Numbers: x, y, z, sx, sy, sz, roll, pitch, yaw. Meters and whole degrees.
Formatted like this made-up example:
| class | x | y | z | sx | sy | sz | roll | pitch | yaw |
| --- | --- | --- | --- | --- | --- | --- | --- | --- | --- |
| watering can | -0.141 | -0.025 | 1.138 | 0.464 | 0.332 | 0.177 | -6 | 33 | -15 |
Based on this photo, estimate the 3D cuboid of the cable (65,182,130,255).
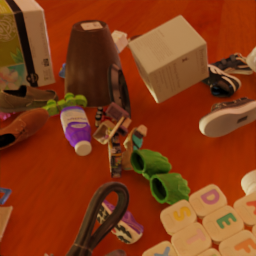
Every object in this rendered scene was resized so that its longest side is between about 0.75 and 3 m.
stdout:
| class | x | y | z | sx | sy | sz | roll | pitch | yaw |
| --- | --- | --- | --- | --- | --- | --- | --- | --- | --- |
| cable | -0.883 | 2.150 | 4.479 | 1.380 | 0.715 | 2.842 | 26 | 62 | -23 |

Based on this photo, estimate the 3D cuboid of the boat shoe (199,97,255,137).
| class | x | y | z | sx | sy | sz | roll | pitch | yaw |
| --- | --- | --- | --- | --- | --- | --- | --- | --- | --- |
| boat shoe | 3.109 | -0.475 | 8.820 | 2.624 | 0.917 | 0.869 | -19 | 44 | -25 |

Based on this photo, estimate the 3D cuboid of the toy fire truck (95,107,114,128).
| class | x | y | z | sx | sy | sz | roll | pitch | yaw |
| --- | --- | --- | --- | --- | --- | --- | --- | --- | --- |
| toy fire truck | -0.625 | -0.380 | 9.047 | 0.821 | 0.528 | 0.723 | 5 | 38 | 1 |

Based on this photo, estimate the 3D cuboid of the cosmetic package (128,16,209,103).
| class | x | y | z | sx | sy | sz | roll | pitch | yaw |
| --- | --- | --- | --- | --- | --- | --- | --- | --- | --- |
| cosmetic package | 1.413 | -2.337 | 9.680 | 2.059 | 1.723 | 1.713 | -28 | 56 | 2 |

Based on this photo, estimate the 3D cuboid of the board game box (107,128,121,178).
| class | x | y | z | sx | sy | sz | roll | pitch | yaw |
| --- | --- | --- | --- | --- | --- | --- | --- | --- | --- |
| board game box | -0.360 | 0.649 | 7.442 | 0.301 | 0.878 | 1.062 | -4 | 39 | -5 |

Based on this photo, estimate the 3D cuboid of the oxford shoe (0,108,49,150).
| class | x | y | z | sx | sy | sz | roll | pitch | yaw |
| --- | --- | --- | --- | --- | --- | --- | --- | --- | --- |
| oxford shoe | -3.127 | 0.096 | 8.146 | 2.021 | 0.721 | 0.720 | -37 | 28 | -24 |

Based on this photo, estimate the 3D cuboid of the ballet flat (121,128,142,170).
| class | x | y | z | sx | sy | sz | roll | pitch | yaw |
| --- | --- | --- | --- | --- | --- | --- | --- | --- | --- |
| ballet flat | 0.067 | 0.560 | 7.895 | 0.496 | 0.541 | 1.575 | -22 | 30 | 22 |

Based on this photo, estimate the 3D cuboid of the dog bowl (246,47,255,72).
| class | x | y | z | sx | sy | sz | roll | pitch | yaw |
| --- | --- | --- | --- | --- | --- | --- | --- | --- | --- |
| dog bowl | 6.133 | -2.495 | 10.918 | 2.848 | 0.835 | 2.848 | 11 | 37 | -9 |

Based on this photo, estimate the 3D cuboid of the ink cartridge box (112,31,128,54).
| class | x | y | z | sx | sy | sz | roll | pitch | yaw |
| --- | --- | --- | --- | --- | --- | --- | --- | --- | --- |
| ink cartridge box | -0.505 | -3.945 | 12.878 | 0.627 | 0.611 | 0.975 | 30 | 72 | 36 |

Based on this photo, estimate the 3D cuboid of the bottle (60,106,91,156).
| class | x | y | z | sx | sy | sz | roll | pitch | yaw |
| --- | --- | --- | --- | --- | --- | --- | --- | --- | --- |
| bottle | -1.524 | 0.061 | 8.384 | 0.778 | 0.608 | 1.862 | -5 | 38 | -20 |

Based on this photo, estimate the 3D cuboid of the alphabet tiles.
| class | x | y | z | sx | sy | sz | roll | pitch | yaw |
| --- | --- | --- | --- | --- | --- | --- | --- | --- | --- |
| alphabet tiles | 1.725 | 2.387 | 5.028 | 2.812 | 0.210 | 2.875 | -27 | 42 | -1 |

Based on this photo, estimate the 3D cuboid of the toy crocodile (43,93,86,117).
| class | x | y | z | sx | sy | sz | roll | pitch | yaw |
| --- | --- | --- | --- | --- | --- | --- | --- | --- | --- |
| toy crocodile | -2.237 | -0.713 | 9.428 | 1.707 | 0.527 | 0.576 | -22 | 33 | -8 |

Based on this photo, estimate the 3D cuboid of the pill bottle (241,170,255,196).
| class | x | y | z | sx | sy | sz | roll | pitch | yaw |
| --- | --- | --- | --- | --- | --- | --- | --- | --- | --- |
| pill bottle | 3.112 | 1.770 | 5.929 | 0.996 | 0.996 | 1.790 | -3 | 39 | -4 |

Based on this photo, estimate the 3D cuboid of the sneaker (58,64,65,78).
| class | x | y | z | sx | sy | sz | roll | pitch | yaw |
| --- | --- | --- | --- | --- | --- | --- | --- | --- | --- |
| sneaker | -2.485 | -2.635 | 11.839 | 0.671 | 0.564 | 1.711 | 1 | 39 | 6 |

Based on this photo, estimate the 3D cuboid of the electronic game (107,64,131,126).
| class | x | y | z | sx | sy | sz | roll | pitch | yaw |
| --- | --- | --- | --- | --- | --- | --- | --- | --- | --- |
| electronic game | -0.280 | -0.961 | 8.606 | 0.412 | 1.981 | 1.981 | -10 | 37 | 10 |

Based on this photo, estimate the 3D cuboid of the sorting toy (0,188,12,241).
| class | x | y | z | sx | sy | sz | roll | pitch | yaw |
| --- | --- | --- | --- | --- | --- | --- | --- | --- | --- |
| sorting toy | -3.199 | 2.248 | 5.914 | 1.282 | 0.310 | 2.277 | -4 | 38 | 2 |

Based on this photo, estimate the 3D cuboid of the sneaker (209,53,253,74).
| class | x | y | z | sx | sy | sz | roll | pitch | yaw |
| --- | --- | --- | --- | --- | --- | --- | --- | --- | --- |
| sneaker | 4.312 | -2.725 | 11.799 | 1.967 | 0.781 | 0.771 | -1 | 39 | 1 |

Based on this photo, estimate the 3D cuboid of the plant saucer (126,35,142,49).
| class | x | y | z | sx | sy | sz | roll | pitch | yaw |
| --- | --- | --- | --- | --- | --- | --- | --- | --- | --- |
| plant saucer | 0.685 | -4.400 | 14.281 | 1.655 | 0.303 | 1.655 | -1 | 39 | 1 |

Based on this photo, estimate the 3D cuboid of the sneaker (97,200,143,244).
| class | x | y | z | sx | sy | sz | roll | pitch | yaw |
| --- | --- | --- | --- | --- | --- | --- | --- | --- | --- |
| sneaker | -0.245 | 1.987 | 6.193 | 1.338 | 0.540 | 0.558 | 35 | 33 | 27 |

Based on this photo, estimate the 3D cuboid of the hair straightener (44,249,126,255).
| class | x | y | z | sx | sy | sz | roll | pitch | yaw |
| --- | --- | --- | --- | --- | --- | --- | --- | --- | --- |
| hair straightener | -1.344 | 2.703 | 4.870 | 2.813 | 1.082 | 0.576 | -17 | -3 | -9 |

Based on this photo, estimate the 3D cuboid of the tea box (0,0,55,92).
| class | x | y | z | sx | sy | sz | roll | pitch | yaw |
| --- | --- | --- | --- | --- | --- | --- | --- | --- | --- |
| tea box | -4.519 | -3.011 | 10.423 | 2.839 | 2.886 | 1.928 | -18 | 42 | -21 |

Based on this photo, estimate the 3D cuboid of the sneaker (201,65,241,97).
| class | x | y | z | sx | sy | sz | roll | pitch | yaw |
| --- | --- | --- | --- | --- | --- | --- | --- | --- | --- |
| sneaker | 3.180 | -1.780 | 10.648 | 1.916 | 0.700 | 1.072 | 29 | 46 | 30 |

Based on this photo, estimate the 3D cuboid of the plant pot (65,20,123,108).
| class | x | y | z | sx | sy | sz | roll | pitch | yaw |
| --- | --- | --- | --- | --- | --- | --- | --- | --- | --- |
| plant pot | -1.250 | -2.412 | 10.000 | 2.337 | 2.500 | 2.337 | 0 | 38 | 0 |

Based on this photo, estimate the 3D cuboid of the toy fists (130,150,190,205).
| class | x | y | z | sx | sy | sz | roll | pitch | yaw |
| --- | --- | --- | --- | --- | --- | --- | --- | --- | --- |
| toy fists | 0.790 | 1.184 | 6.848 | 0.916 | 0.618 | 1.796 | 5 | 30 | -36 |

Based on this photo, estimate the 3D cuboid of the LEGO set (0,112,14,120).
| class | x | y | z | sx | sy | sz | roll | pitch | yaw |
| --- | --- | --- | --- | --- | --- | --- | --- | --- | --- |
| LEGO set | -4.775 | -0.647 | 9.255 | 1.707 | 0.651 | 0.701 | 4 | 36 | 7 |

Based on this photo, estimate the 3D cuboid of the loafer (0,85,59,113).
| class | x | y | z | sx | sy | sz | roll | pitch | yaw |
| --- | --- | --- | --- | --- | --- | --- | --- | --- | --- |
| loafer | -3.294 | -1.029 | 9.403 | 2.160 | 0.752 | 0.812 | -17 | 44 | -43 |

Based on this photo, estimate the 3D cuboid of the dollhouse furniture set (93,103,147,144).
| class | x | y | z | sx | sy | sz | roll | pitch | yaw |
| --- | --- | --- | --- | --- | --- | --- | --- | --- | --- |
| dollhouse furniture set | -0.464 | 0.377 | 7.593 | 1.211 | 1.528 | 1.085 | 37 | 51 | -5 |
